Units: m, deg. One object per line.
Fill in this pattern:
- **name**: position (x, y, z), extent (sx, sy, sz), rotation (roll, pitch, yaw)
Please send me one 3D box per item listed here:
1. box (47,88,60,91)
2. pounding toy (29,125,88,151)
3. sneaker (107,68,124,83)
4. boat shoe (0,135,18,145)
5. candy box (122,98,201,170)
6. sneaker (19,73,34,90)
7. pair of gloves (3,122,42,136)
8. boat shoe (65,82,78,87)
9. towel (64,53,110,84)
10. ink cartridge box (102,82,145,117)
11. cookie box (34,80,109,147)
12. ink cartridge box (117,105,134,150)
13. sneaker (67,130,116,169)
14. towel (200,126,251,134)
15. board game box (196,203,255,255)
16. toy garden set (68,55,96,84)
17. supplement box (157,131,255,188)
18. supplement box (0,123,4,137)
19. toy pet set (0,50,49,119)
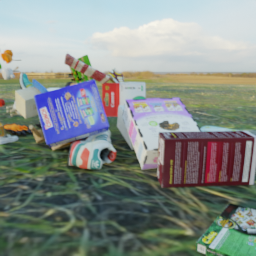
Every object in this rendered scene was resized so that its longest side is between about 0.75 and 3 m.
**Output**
- **box**: position (-4.562, -1.944, 18.737), extent (1.974, 1.290, 1.963), rotation (0, 12, 0)
- **pounding toy**: position (-2.243, 0.219, 9.459), extent (2.398, 1.097, 2.107), rotation (-28, -5, 34)
- **sneaker**: position (-0.348, -2.279, 13.653), extent (0.636, 1.412, 0.529), rotation (-49, 14, -11)
- **boat shoe**: position (-4.423, 0.387, 10.337), extent (0.312, 0.283, 0.847), rotation (6, 13, 24)
- **candy box**: position (1.019, 0.076, 8.316), extent (1.887, 0.805, 2.249), rotation (-3, 42, -16)
- **sneaker**: position (-4.341, -1.667, 12.615), extent (0.829, 0.806, 2.081), rotation (-21, 61, -21)
- **pair of gloves**: position (-4.160, -0.050, 12.378), extent (2.342, 0.290, 2.086), rotation (-8, 14, -35)
- **boat shoe**: position (-2.314, -1.154, 12.796), extent (0.753, 2.419, 0.903), rotation (34, 62, 27)
- **towel**: position (-1.610, -2.280, 10.927), extent (1.838, 0.209, 1.324), rotation (26, -5, -14)
- **ink cartridge box**: position (-0.169, -1.213, 12.010), extent (1.855, 1.493, 0.465), rotation (-2, 3, -20)
- **cookie box**: position (-1.611, -0.413, 8.053), extent (1.766, 1.511, 0.664), rotation (-16, -12, -9)
- **ink cartridge box**: position (0.911, -0.129, 10.151), extent (2.283, 0.946, 1.676), rotation (-5, 32, -21)
- **sneaker**: position (-0.798, 0.655, 8.227), extent (1.098, 0.827, 2.349), rotation (16, 18, 14)
- **towel**: position (3.445, 0.338, 10.153), extent (1.924, 0.463, 1.647), rotation (5, 13, 24)
- **board game box**: position (1.803, 1.697, 4.565), extent (0.824, 0.184, 1.572), rotation (12, 17, 36)
- **toy garden set**: position (-2.114, -2.052, 12.820), extent (0.515, 2.152, 2.582), rotation (-24, 14, -22)
- **supplement box**: position (1.830, 0.720, 6.632), extent (2.206, 1.200, 0.672), rotation (0, 14, -5)
- **supplement box**: position (-5.290, -0.256, 10.492), extent (0.585, 0.566, 1.702), rotation (-24, 52, -35)
- **toy pet set**: position (-3.506, -1.435, 9.728), extent (1.248, 2.350, 2.194), rotation (-24, 50, -40)
